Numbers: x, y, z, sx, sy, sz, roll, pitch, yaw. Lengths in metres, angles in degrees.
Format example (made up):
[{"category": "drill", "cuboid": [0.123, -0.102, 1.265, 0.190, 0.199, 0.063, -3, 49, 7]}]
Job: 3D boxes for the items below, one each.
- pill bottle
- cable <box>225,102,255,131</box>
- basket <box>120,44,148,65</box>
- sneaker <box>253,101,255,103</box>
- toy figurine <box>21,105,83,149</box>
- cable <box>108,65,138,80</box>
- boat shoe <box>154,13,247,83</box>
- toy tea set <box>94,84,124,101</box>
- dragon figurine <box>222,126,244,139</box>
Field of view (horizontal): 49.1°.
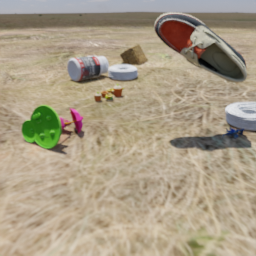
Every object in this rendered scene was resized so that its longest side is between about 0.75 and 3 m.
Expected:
[{"category": "pill bottle", "cuboid": [-2.155, -3.294, 15.275, 2.062, 1.195, 1.195, -21, 32, -39]}, {"category": "cable", "cuboid": [4.187, -0.426, 9.726, 1.586, 0.549, 1.586, 7, 27, 17]}, {"category": "basket", "cuboid": [0.340, -4.851, 19.485, 1.282, 1.338, 1.797, -25, 11, 30]}, {"category": "sneaker", "cuboid": [5.576, -0.836, 10.472, 1.730, 0.647, 0.919, 14, 30, 31]}, {"category": "toy figurine", "cuboid": [-2.164, -0.078, 8.719, 1.675, 1.258, 1.542, -14, 0, 32]}, {"category": "cable", "cuboid": [-0.276, -3.077, 15.535, 1.653, 0.572, 1.653, 18, 30, 34]}, {"category": "boat shoe", "cuboid": [2.067, -2.192, 7.833, 2.961, 1.054, 0.926, 27, 37, -15]}, {"category": "toy tea set", "cuboid": [-0.866, -1.578, 12.253, 0.881, 0.549, 1.482, 13, 27, 27]}, {"category": "dragon figurine", "cuboid": [3.298, 0.168, 8.751, 0.434, 0.257, 0.873, 22, 31, 40]}]
